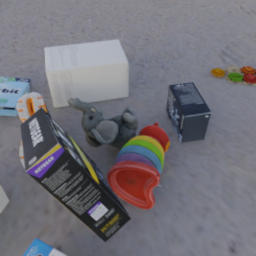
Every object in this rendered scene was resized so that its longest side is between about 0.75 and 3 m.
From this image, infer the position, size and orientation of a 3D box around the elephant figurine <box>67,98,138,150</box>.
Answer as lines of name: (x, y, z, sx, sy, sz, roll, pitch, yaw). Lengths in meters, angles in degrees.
elephant figurine: (-0.713, 0.017, 7.698, 1.794, 1.269, 1.392, -3, 43, -20)

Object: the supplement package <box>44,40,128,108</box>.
supplement package: (-1.393, -1.881, 9.599, 2.589, 1.519, 1.514, -9, 46, -9)

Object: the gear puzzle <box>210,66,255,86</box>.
gear puzzle: (4.310, -2.112, 10.696, 2.271, 0.297, 1.176, 7, 46, 7)

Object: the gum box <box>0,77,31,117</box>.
gum box: (-4.270, -1.106, 9.421, 1.525, 0.400, 1.795, 4, 40, -4)

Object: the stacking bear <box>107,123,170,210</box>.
stacking bear: (0.441, 0.732, 7.241, 1.251, 1.336, 2.200, 17, 38, 14)

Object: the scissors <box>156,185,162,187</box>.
scissors: (0.181, 1.382, 7.366, 1.380, 0.096, 0.505, 0, 30, -8)

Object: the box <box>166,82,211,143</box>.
box: (1.779, -0.487, 8.509, 0.804, 1.114, 1.501, -9, 45, -8)

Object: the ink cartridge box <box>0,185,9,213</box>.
ink cartridge box: (-3.874, 2.037, 6.220, 1.396, 0.805, 1.924, 13, 47, 12)

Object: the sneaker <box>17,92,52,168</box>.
sneaker: (-2.450, 0.266, 7.931, 1.020, 1.007, 2.607, -13, 64, -4)

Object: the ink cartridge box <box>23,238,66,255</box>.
ink cartridge box: (-1.243, 3.177, 5.041, 1.974, 0.848, 1.446, 19, 52, 20)

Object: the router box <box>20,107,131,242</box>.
router box: (-1.222, 0.807, 5.848, 0.696, 2.096, 2.666, -41, 26, -6)
